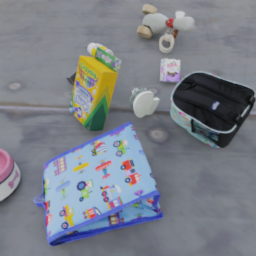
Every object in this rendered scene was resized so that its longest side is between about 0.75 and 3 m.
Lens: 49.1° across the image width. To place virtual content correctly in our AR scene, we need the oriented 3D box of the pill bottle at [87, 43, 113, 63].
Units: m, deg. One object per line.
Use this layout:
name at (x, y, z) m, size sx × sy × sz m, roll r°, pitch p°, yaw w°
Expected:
pill bottle at (-1.219, -3.207, 12.004) m, size 0.653 × 0.653 × 1.173 m, roll -31°, pitch 50°, yaw -27°

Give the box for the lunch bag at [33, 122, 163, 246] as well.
lunch bag at (-0.912, 1.439, 6.972) m, size 2.945 × 1.385 × 2.217 m, roll -17°, pitch 49°, yaw -4°

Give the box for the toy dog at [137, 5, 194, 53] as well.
toy dog at (1.773, -4.665, 13.019) m, size 1.418 × 1.942 × 2.944 m, roll 9°, pitch 31°, yaw -53°

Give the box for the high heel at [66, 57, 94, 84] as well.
high heel at (-1.102, -2.134, 10.488) m, size 2.301 × 0.822 × 1.640 m, roll 21°, pitch 57°, yaw 40°

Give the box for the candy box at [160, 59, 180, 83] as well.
candy box at (1.611, -2.191, 10.742) m, size 0.706 × 0.841 × 0.301 m, roll 0°, pitch 6°, yaw -20°

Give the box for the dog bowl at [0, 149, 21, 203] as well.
dog bowl at (-3.798, 1.217, 7.263) m, size 1.845 × 0.680 × 1.845 m, roll 2°, pitch 34°, yaw -1°

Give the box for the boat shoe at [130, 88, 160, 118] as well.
boat shoe at (0.378, -0.839, 8.683) m, size 0.707 × 0.833 × 2.288 m, roll 33°, pitch 11°, yaw 14°

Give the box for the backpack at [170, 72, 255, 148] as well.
backpack at (2.426, -0.615, 8.526) m, size 2.211 × 1.665 × 1.963 m, roll 32°, pitch 68°, yaw 22°

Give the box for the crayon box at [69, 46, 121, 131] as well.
crayon box at (-1.091, -1.233, 8.655) m, size 0.588 × 2.279 × 1.433 m, roll -3°, pitch 31°, yaw -39°
